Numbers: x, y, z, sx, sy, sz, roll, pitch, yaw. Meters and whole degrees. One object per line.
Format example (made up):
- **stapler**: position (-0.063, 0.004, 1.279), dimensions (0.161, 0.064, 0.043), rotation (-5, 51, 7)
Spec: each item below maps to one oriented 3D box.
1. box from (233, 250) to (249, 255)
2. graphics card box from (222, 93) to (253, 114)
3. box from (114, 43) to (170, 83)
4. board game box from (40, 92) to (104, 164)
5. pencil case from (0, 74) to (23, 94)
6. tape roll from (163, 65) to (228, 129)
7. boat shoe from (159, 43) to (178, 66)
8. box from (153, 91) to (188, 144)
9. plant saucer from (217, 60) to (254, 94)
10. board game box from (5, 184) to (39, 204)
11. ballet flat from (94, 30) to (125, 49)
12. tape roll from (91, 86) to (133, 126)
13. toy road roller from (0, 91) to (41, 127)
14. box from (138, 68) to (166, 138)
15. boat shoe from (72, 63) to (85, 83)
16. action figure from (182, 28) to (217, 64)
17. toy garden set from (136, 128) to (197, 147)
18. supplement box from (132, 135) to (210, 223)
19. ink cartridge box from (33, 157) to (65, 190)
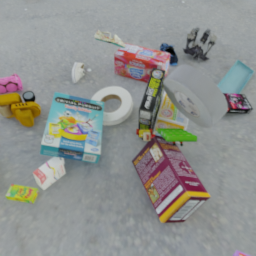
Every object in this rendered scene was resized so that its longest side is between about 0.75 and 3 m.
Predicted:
- **box**: position (3.323, 3.686, 6.275), dimensions (2.286, 1.564, 0.447), rotation (17, 48, 17)
- **graphics card box**: position (4.308, -0.998, 11.417), dimensions (1.355, 0.345, 0.850), rotation (2, 53, -21)
- **box**: position (0.635, -2.984, 13.092), dimensions (2.371, 1.132, 1.182), rotation (18, 48, 17)
- **board game box**: position (-1.865, -0.066, 9.802), dimensions (1.885, 0.586, 2.497), rotation (11, 47, -13)
- **pencil case**: position (-5.650, -1.866, 12.163), dimensions (1.927, 0.903, 0.875), rotation (-13, 63, -12)
- **tape roll**: position (2.090, -0.968, 8.911), dimensions (0.698, 2.113, 2.113), rotation (-44, 57, -7)
- **boat shoe**: position (2.180, -3.930, 14.373), dimensions (0.775, 0.632, 1.841), rotation (-15, 47, -14)
- **box**: position (1.752, -0.580, 10.725), dimensions (1.161, 1.046, 2.064), rotation (15, 49, 7)
- **plant saucer**: position (4.794, -2.099, 12.665), dimensions (0.999, 0.271, 2.858), rotation (39, 56, 7)
- **board game box**: position (-3.326, 2.071, 8.799), dimensions (0.878, 0.209, 0.446), rotation (7, 46, 7)
- **ballet flat**: position (-0.672, -3.451, 10.834), dimensions (1.285, 0.411, 0.486), rotation (16, 12, -7)
- **tape roll**: position (-0.690, -0.905, 11.333), dimensions (1.778, 0.325, 1.778), rotation (-5, 58, 8)
- **toy road roller**: position (-4.262, -0.648, 10.948), dimensions (1.641, 1.009, 1.198), rotation (-8, 58, -8)
- **box**: position (0.815, -0.776, 9.946), dimensions (0.475, 2.144, 1.717), rotation (15, 65, 8)
- **boat shoe**: position (-2.315, -2.626, 13.211), dimensions (0.524, 0.532, 1.501), rotation (-2, 39, 2)
- **action figure**: position (3.642, -4.402, 14.413), dimensions (1.517, 1.303, 2.553), rotation (16, 45, 1)
- **toy garden set**: position (1.049, 0.296, 8.371), dimensions (1.534, 0.367, 1.840), rotation (1, 7, -2)
- **supplement box**: position (1.191, 1.491, 8.424), dimensions (0.993, 1.280, 2.320), rotation (14, 35, -37)
- **ink cartridge box**: position (-2.463, 1.401, 9.138), dimensions (0.386, 0.666, 1.144), rotation (32, 53, 27)
